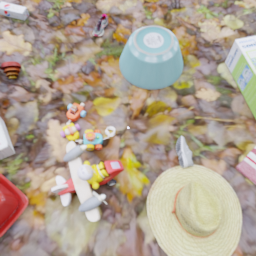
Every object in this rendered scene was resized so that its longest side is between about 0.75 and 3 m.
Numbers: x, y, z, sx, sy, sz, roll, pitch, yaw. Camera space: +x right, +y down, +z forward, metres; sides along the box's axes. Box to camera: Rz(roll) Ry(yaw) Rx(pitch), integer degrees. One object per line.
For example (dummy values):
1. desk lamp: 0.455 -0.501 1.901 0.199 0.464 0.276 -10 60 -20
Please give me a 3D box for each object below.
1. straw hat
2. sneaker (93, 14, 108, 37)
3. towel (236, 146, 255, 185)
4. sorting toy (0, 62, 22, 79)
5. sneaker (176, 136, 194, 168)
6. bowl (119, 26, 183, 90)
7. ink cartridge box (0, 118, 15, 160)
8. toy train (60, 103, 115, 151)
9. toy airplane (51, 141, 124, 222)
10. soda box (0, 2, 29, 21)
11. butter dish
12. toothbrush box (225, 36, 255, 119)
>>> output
1. straw hat: 1.882 2.112 7.382 2.871 1.215 2.871 0 62 1
2. sneaker: -1.124 -4.055 11.126 0.434 0.402 1.076 15 64 8
3. towel: 4.380 1.076 8.509 1.891 0.215 1.362 -38 66 -20
4. sorting toy: -4.519 -1.937 9.858 1.476 0.887 0.606 -9 88 -1
5. sneaker: 1.754 0.752 8.641 0.422 0.385 1.030 4 64 -18
6. bowl: 0.849 -2.663 9.912 2.382 1.246 2.382 0 63 1
7. ink cartridge box: -4.535 0.505 8.461 1.760 0.734 1.277 -24 70 -12
8. toy train: -1.400 -0.099 8.950 1.860 0.517 1.397 30 66 15
9. toy airplane: -1.247 1.389 7.713 1.838 1.297 1.830 22 66 10
10. soda box: -4.743 -4.814 11.546 1.173 0.373 0.399 16 63 9
11. butter dish: -4.022 2.001 7.286 1.947 1.443 1.952 34 68 16
12. toothbrush box: 4.916 -1.742 9.434 2.052 1.213 2.818 -12 61 -7
